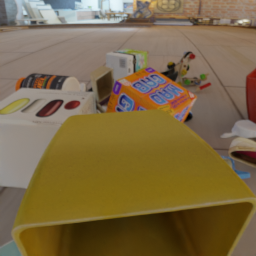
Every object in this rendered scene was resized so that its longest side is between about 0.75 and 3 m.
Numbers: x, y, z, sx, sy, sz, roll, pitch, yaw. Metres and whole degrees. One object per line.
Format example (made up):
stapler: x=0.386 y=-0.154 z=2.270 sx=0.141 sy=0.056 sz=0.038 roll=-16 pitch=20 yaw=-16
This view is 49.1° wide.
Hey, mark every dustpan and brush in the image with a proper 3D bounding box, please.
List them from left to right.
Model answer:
dustpan and brush: x=4.346 y=0.132 z=10.960 sx=1.669 sy=0.478 sz=1.165 roll=-3 pitch=26 yaw=-20

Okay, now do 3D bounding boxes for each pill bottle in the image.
pill bottle: x=-3.596 y=-1.634 z=12.310 sx=2.725 sy=1.447 sz=1.447 roll=8 pitch=28 yaw=22

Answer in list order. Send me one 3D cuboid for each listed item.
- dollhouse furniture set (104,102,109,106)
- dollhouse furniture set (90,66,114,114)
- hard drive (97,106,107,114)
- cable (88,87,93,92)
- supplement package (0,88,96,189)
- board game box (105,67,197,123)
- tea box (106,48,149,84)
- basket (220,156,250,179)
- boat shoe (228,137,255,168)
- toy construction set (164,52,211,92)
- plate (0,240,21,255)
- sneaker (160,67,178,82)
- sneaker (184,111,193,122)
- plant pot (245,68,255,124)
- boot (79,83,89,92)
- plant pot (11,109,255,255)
dollhouse furniture set: x=-0.760 y=-1.118 z=12.299 sx=0.980 sy=0.985 sz=1.398 roll=0 pitch=53 yaw=2
dollhouse furniture set: x=-0.869 y=-0.522 z=9.900 sx=2.180 sy=2.752 sz=1.953 roll=-37 pitch=73 yaw=-15
hard drive: x=-1.042 y=-0.733 z=12.662 sx=2.450 sy=0.327 sz=1.616 roll=4 pitch=25 yaw=7
cable: x=-1.757 y=-1.977 z=15.307 sx=0.926 sy=0.288 sz=1.135 roll=24 pitch=33 yaw=31
supplement package: x=-2.645 y=0.206 z=8.802 sx=2.739 sy=2.106 sz=2.864 roll=3 pitch=26 yaw=7
board game box: x=0.669 y=-0.509 z=9.658 sx=2.067 sy=2.066 sz=2.068 roll=37 pitch=40 yaw=19
tea box: x=-0.013 y=-3.060 z=15.292 sx=1.433 sy=2.145 sz=2.110 roll=17 pitch=31 yaw=31
basket: x=2.499 y=1.284 z=7.788 sx=1.232 sy=0.972 sz=1.397 roll=-3 pitch=-4 yaw=-6
boat shoe: x=4.300 y=1.023 z=8.767 sx=2.335 sy=0.861 sz=0.808 roll=17 pitch=42 yaw=33
toy construction set: x=3.171 y=-2.895 z=15.899 sx=1.941 sy=2.107 sz=2.526 roll=-25 pitch=51 yaw=-10
plate: x=-1.625 y=3.040 z=5.132 sx=2.772 sy=0.354 sz=2.772 roll=1 pitch=28 yaw=0
sneaker: x=1.085 y=-2.165 z=14.142 sx=2.850 sy=1.487 sz=0.856 roll=-8 pitch=36 yaw=-14
sneaker: x=2.220 y=-0.564 z=12.207 sx=1.192 sy=0.458 sz=0.663 roll=8 pitch=19 yaw=2
plant pot: x=6.188 y=-1.146 z=11.485 sx=2.441 sy=2.151 sz=2.439 roll=19 pitch=32 yaw=31
boot: x=-2.239 y=-1.463 z=13.927 sx=0.554 sy=0.687 sz=1.522 roll=-9 pitch=53 yaw=25
plant pot: x=-0.056 y=1.179 z=4.817 sx=2.804 sy=2.804 sz=2.473 roll=-5 pitch=41 yaw=-8
